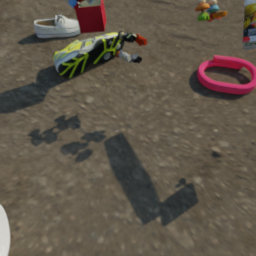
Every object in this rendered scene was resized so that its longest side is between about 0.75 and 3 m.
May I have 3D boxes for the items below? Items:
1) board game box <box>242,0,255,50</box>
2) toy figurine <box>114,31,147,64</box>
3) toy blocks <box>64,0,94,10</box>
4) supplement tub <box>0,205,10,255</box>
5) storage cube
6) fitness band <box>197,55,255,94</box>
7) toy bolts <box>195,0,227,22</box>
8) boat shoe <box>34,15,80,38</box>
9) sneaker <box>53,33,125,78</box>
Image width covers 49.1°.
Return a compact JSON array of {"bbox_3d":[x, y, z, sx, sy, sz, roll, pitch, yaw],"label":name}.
[{"bbox_3d":[4.163,-2.831,6.890,2.446,0.423,1.544,-1,70,31],"label":"board game box"},{"bbox_3d":[0.040,-2.367,8.273,0.614,0.869,0.882,29,25,33],"label":"toy figurine"},{"bbox_3d":[-1.306,-3.908,7.720,1.068,0.780,1.562,41,100,-5],"label":"toy blocks"},{"bbox_3d":[-3.876,2.566,6.260,2.004,1.447,1.447,-12,56,-9],"label":"supplement tub"},{"bbox_3d":[-1.187,-3.617,8.994,0.937,0.842,0.801,-4,43,4],"label":"storage cube"},{"bbox_3d":[3.567,-1.902,10.078,2.103,0.394,1.511,10,58,8],"label":"fitness band"},{"bbox_3d":[2.286,-3.235,7.554,0.796,0.578,0.834,0,15,36],"label":"toy bolts"},{"bbox_3d":[-2.787,-4.217,11.450,2.091,0.730,0.741,-6,55,-4],"label":"boat shoe"},{"bbox_3d":[-1.449,-2.945,10.358,2.888,1.089,1.103,-27,60,-20],"label":"sneaker"}]
